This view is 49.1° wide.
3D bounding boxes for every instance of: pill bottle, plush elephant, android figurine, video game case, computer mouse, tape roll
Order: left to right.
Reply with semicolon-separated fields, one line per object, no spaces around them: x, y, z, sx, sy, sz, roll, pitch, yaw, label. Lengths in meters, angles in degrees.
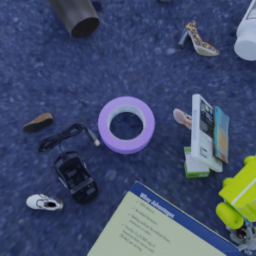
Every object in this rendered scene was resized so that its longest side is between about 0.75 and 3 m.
-1.435;1.012;8.321;1.618;0.530;2.305;-36;97;-19;computer mouse
-0.057;-0.077;8.812;1.727;0.566;1.727;0;72;1;tape roll
2.315;0.221;8.124;0.230;1.967;1.788;-7;68;36;video game case
3.298;3.024;7.698;0.830;0.780;1.008;-11;73;-3;plush elephant
3.295;1.367;6.980;0.610;2.972;2.705;44;90;3;android figurine
4.509;-3.486;9.521;1.280;1.280;2.313;29;74;9;pill bottle

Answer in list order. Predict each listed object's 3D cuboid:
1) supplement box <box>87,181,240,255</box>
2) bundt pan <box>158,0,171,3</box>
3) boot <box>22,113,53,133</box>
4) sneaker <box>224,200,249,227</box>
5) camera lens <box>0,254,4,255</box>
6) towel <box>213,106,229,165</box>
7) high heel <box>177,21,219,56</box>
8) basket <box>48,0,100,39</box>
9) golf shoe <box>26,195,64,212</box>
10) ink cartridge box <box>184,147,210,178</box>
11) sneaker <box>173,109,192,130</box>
0.522;3.440;6.767;2.888;1.939;2.885;32;67;10;supplement box
1.397;-5.105;10.542;0.904;0.339;0.904;0;72;-1;bundt pan
-2.914;-0.161;9.017;1.019;0.375;0.385;-23;46;-5;boot
3.444;2.414;8.010;1.287;0.538;0.777;0;67;8;sneaker
-3.769;4.158;6.927;1.526;1.526;1.908;18;72;6;camera lens
2.830;0.231;8.496;0.170;1.146;1.563;-7;68;36;towel
2.614;-3.152;9.787;1.504;0.537;1.072;24;80;17;high heel
-1.933;-4.277;9.715;1.369;1.815;2.013;-32;83;22;basket
-2.443;2.167;8.131;1.124;0.495;0.434;5;75;3;golf shoe
2.066;1.048;8.581;0.653;0.335;0.883;-2;58;0;ink cartridge box
1.811;-0.281;8.797;0.905;0.354;0.350;42;43;19;sneaker
